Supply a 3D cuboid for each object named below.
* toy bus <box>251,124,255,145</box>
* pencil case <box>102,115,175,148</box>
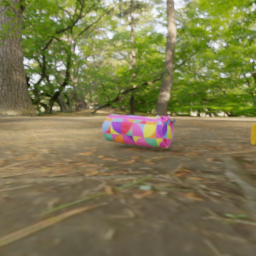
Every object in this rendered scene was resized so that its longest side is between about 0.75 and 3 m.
[{"bbox_3d":[5.358,0.282,9.202,0.949,0.789,2.424,-3,5,-35],"label":"toy bus"},{"bbox_3d":[0.306,0.038,8.834,2.330,1.030,1.030,2,4,32],"label":"pencil case"}]
